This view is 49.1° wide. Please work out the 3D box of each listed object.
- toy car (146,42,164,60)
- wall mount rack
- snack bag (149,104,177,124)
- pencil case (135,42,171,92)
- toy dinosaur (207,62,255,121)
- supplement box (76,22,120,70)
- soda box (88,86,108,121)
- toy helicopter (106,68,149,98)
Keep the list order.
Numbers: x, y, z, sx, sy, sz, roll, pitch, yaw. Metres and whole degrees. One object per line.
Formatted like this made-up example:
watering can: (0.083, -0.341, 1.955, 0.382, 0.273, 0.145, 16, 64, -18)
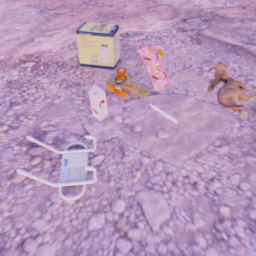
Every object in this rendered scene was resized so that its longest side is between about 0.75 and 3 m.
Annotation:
toy car: (0.957, -2.966, 11.431, 0.956, 0.717, 0.837, 20, 56, 1)
wall mount rack: (-2.201, 1.069, 9.193, 2.319, 0.995, 2.669, -4, 38, -4)
snack bag: (1.133, -0.450, 9.004, 1.001, 0.107, 0.943, 33, 5, 13)
pencil case: (0.767, -1.829, 8.418, 0.636, 1.470, 0.609, -8, 28, 43)
toy dinosaur: (3.497, -1.213, 9.827, 1.651, 1.046, 2.436, 21, 40, 4)
supplement box: (-1.583, -4.494, 15.348, 2.044, 2.042, 1.372, 8, 39, 10)
soda box: (-1.023, -0.825, 9.731, 0.421, 1.238, 0.394, 36, 61, 27)
toy helicopter: (-0.042, -1.898, 13.092, 2.187, 0.863, 1.446, 28, 49, 28)
